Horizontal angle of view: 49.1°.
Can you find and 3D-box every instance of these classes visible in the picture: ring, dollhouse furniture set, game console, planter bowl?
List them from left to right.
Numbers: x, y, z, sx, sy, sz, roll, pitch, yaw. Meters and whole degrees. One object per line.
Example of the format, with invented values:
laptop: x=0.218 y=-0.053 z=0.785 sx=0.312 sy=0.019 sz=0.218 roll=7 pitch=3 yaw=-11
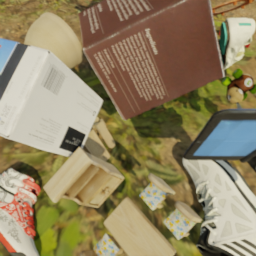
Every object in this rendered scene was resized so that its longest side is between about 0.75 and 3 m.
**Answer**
planter bowl: x=-1.597 y=-1.561 z=5.599 sx=1.174 sy=1.174 sz=0.790 roll=31 pitch=63 yaw=24
dollhouse furniture set: x=-0.999 y=0.347 z=7.854 sx=1.145 sy=0.933 sz=1.089 roll=-1 pitch=36 yaw=48
dollhouse furniture set: x=-0.165 y=1.207 z=3.852 sx=1.501 sy=1.137 sz=1.712 roll=-48 pitch=58 yaw=1
ring: x=2.077 y=-2.469 z=5.797 sx=1.036 sy=0.099 sz=1.036 roll=-13 pitch=9 yaw=2
game console: x=1.831 y=0.549 z=3.845 sx=1.131 sy=1.912 sz=1.632 roll=-29 pitch=71 yaw=-12

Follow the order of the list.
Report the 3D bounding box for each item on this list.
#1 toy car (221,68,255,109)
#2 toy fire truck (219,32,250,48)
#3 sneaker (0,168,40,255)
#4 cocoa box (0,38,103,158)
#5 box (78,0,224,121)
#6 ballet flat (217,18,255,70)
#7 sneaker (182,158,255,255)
toy car: x=2.383 y=-0.759 z=6.085 sx=0.653 sy=0.628 sz=0.795 roll=39 pitch=51 yaw=-9
toy fire truck: x=4.285 y=-3.642 z=11.280 sx=1.226 sy=0.299 sz=0.865 roll=14 pitch=50 yaw=12
sneaker: x=-2.352 y=1.835 z=6.152 sx=2.373 sy=0.792 sz=1.272 roll=33 pitch=59 yaw=29
cocoa box: x=-1.298 y=-0.335 z=3.936 sx=1.083 sy=1.651 sz=1.101 roll=20 pitch=83 yaw=21
box: x=0.423 y=-1.782 z=5.963 sx=2.344 sy=1.924 sz=1.944 roll=-23 pitch=41 yaw=8
ballet flat: x=2.427 y=-1.868 z=6.537 sx=0.778 sy=2.240 sz=0.778 roll=-1 pitch=83 yaw=9
sneaker: x=1.855 y=1.719 z=6.075 sx=1.619 sy=1.062 sz=2.814 roll=-27 pitch=56 yaw=-24
